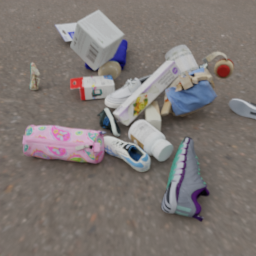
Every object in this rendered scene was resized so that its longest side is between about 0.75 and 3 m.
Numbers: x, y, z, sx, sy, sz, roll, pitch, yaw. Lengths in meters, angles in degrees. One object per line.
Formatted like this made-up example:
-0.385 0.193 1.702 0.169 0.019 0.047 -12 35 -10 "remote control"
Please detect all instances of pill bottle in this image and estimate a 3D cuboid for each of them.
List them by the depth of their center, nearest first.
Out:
0.720 0.413 8.900 0.806 0.806 1.410 -24 45 -28 "pill bottle"

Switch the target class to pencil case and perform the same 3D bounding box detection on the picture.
-1.930 0.494 8.580 2.463 1.077 1.077 6 38 10 "pencil case"

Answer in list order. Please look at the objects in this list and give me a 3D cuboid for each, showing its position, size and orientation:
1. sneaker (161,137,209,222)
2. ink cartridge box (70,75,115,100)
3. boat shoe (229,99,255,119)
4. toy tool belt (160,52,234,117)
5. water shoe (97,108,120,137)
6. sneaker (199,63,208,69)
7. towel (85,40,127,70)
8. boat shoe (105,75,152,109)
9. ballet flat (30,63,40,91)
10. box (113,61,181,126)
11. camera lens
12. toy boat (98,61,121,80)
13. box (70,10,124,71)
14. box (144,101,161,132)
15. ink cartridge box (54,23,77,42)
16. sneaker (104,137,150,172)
1.721 1.373 7.762 1.101 0.936 2.516 20 50 6 "sneaker"
-1.510 -1.694 11.820 1.780 0.599 1.034 -6 34 -8 "ink cartridge box"
4.687 -0.722 10.642 1.628 0.569 0.539 23 35 27 "boat shoe"
2.391 -1.320 9.822 2.714 1.694 1.668 -28 17 34 "toy tool belt"
-0.701 -0.103 9.984 0.572 0.518 1.449 -31 42 6 "water shoe"
3.661 -2.962 13.741 0.392 0.353 0.909 13 39 22 "sneaker"
-1.071 -3.760 14.595 2.076 0.697 2.812 -4 37 5 "towel"
0.276 -1.530 11.197 2.778 0.952 1.000 -18 39 -31 "boat shoe"
-4.017 -2.196 12.101 0.382 1.196 0.452 7 20 -5 "ballet flat"
0.697 -1.277 10.150 2.891 0.559 0.599 -45 25 -9 "box"
2.403 -2.760 12.422 1.165 1.165 1.456 -17 77 -21 "camera lens"
-1.019 -2.780 12.439 1.483 1.247 0.689 35 52 -26 "toy boat"
-1.283 -3.545 11.408 1.532 1.524 1.312 45 59 2 "box"
0.872 -0.397 10.152 0.495 0.604 1.273 -1 38 0 "box"
-3.107 -5.732 17.052 2.187 0.514 2.161 -17 50 -21 "ink cartridge box"
-0.099 0.664 8.693 1.931 0.700 0.694 27 46 33 "sneaker"
